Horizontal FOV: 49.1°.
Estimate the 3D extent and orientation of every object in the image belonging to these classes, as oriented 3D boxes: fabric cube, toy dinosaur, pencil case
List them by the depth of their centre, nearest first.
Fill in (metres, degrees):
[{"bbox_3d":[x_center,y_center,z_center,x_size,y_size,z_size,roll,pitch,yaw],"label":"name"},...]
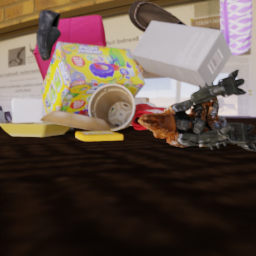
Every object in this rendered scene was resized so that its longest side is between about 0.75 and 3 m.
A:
[{"bbox_3d":[1.038,-0.033,4.357,1.537,1.156,2.264,-16,10,42],"label":"toy dinosaur"},{"bbox_3d":[3.060,-3.216,8.068,0.945,2.210,0.928,-39,38,-25],"label":"pencil case"},{"bbox_3d":[-2.342,-3.108,12.806,2.871,2.817,2.862,-8,43,-1],"label":"fabric cube"}]

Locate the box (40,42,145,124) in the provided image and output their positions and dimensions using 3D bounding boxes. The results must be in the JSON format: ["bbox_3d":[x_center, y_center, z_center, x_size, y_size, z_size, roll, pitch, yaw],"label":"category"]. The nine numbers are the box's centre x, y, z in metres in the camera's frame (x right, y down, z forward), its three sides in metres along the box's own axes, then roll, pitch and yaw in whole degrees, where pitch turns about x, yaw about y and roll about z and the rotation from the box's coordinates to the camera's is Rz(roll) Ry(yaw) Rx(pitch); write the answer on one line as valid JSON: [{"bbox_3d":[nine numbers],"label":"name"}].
[{"bbox_3d":[-1.359,-1.433,10.021,2.732,1.667,2.632,-5,-29,-33],"label":"box"}]

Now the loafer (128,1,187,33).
[{"bbox_3d":[1.446,-3.866,10.453,2.969,1.084,1.059,18,11,-21],"label":"loafer"}]

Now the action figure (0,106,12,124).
[{"bbox_3d":[-5.419,-0.339,10.055,1.505,0.802,2.312,10,11,32],"label":"action figure"}]

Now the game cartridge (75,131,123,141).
[{"bbox_3d":[-0.623,0.165,5.818,0.797,0.147,0.904,-1,2,-21],"label":"game cartridge"}]

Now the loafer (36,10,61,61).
[{"bbox_3d":[-2.627,-3.140,9.367,0.725,2.066,0.702,-3,-27,-2],"label":"loafer"}]

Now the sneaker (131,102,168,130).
[{"bbox_3d":[0.389,-0.436,9.721,1.445,0.980,2.502,-4,1,-43],"label":"sneaker"}]

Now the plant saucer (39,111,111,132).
[{"bbox_3d":[-1.296,-0.166,7.157,1.850,0.327,1.850,10,-1,0],"label":"plant saucer"}]

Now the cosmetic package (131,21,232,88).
[{"bbox_3d":[1.561,-2.310,8.695,2.669,1.426,1.204,30,-5,44],"label":"cosmetic package"}]

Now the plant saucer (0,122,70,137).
[{"bbox_3d":[-2.196,0.030,6.844,1.267,0.307,1.267,2,3,19],"label":"plant saucer"}]

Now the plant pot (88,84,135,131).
[{"bbox_3d":[-0.368,-0.540,9.153,1.474,1.474,1.349,1,-8,13],"label":"plant pot"}]

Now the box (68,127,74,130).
[{"bbox_3d":[-2.406,-0.046,8.959,1.050,0.229,0.841,2,3,27],"label":"box"}]

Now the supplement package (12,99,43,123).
[{"bbox_3d":[-4.126,-0.612,11.387,1.094,1.102,1.452,-1,3,-24],"label":"supplement package"}]

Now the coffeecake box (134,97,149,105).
[{"bbox_3d":[0.152,-0.853,13.991,1.717,1.318,0.627,1,3,19],"label":"coffeecake box"}]
